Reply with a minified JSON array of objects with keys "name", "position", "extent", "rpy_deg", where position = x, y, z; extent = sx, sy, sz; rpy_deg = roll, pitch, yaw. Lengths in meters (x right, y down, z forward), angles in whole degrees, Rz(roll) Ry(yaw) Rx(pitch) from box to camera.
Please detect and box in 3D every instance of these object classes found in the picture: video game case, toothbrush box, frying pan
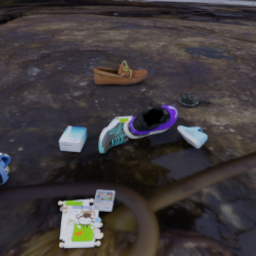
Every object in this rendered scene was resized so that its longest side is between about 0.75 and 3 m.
[{"name":"video game case","position":[-0.711,2.131,8.222],"extent":[0.541,0.068,0.755],"rpy_deg":[2,32,5]},{"name":"toothbrush box","position":[-2.073,0.414,10.654],"extent":[0.766,0.446,1.046],"rpy_deg":[4,32,6]},{"name":"frying pan","position":[3.193,-1.343,13.646],"extent":[1.542,0.251,0.933],"rpy_deg":[-2,43,-10]}]

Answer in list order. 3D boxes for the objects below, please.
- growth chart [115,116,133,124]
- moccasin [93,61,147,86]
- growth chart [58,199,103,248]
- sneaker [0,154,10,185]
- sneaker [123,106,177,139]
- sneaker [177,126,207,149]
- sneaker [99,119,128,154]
[{"name":"growth chart","position":[-0.071,-0.185,11.977],"extent":[0.871,0.107,1.204],"rpy_deg":[-8,32,-11]},{"name":"moccasin","position":[-0.420,-3.053,15.636],"extent":[2.990,1.154,1.094],"rpy_deg":[1,31,1]},{"name":"growth chart","position":[-1.291,2.523,7.496],"extent":[1.160,0.142,1.603],"rpy_deg":[-7,34,-8]},{"name":"sneaker","position":[-4.153,1.466,8.578],"extent":[0.872,0.784,2.119],"rpy_deg":[0,35,-16]},{"name":"sneaker","position":[1.200,-0.375,10.766],"extent":[2.683,1.334,0.933],"rpy_deg":[-23,79,-37]},{"name":"sneaker","position":[2.447,0.229,10.541],"extent":[0.652,0.588,1.591],"rpy_deg":[-39,29,-1]},{"name":"sneaker","position":[-0.448,0.325,10.578],"extent":[0.901,0.767,1.976],"rpy_deg":[15,37,15]}]
